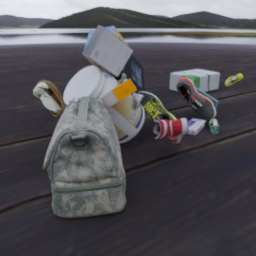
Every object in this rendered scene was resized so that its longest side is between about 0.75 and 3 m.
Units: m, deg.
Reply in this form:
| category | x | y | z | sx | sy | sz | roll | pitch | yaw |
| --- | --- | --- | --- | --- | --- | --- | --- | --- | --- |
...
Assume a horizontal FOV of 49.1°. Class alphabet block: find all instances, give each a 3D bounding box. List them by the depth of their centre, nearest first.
| category | x | y | z | sx | sy | sz | roll | pitch | yaw |
| --- | --- | --- | --- | --- | --- | --- | --- | --- | --- |
| alphabet block | -0.698 | -2.486 | 8.970 | 0.984 | 0.979 | 1.003 | 2 | -21 | 29 |

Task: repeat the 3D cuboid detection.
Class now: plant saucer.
| category | x | y | z | sx | sy | sz | roll | pitch | yaw |
| --- | --- | --- | --- | --- | --- | --- | --- | --- | --- |
| plant saucer | 2.937 | -1.370 | 11.962 | 0.204 | 0.752 | 2.152 | -28 | 50 | -27 |

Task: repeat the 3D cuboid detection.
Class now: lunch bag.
| category | x | y | z | sx | sy | sz | roll | pitch | yaw |
| --- | --- | --- | --- | --- | --- | --- | --- | --- | --- |
| lunch bag | -0.971 | 0.514 | 6.495 | 1.703 | 2.050 | 2.445 | -2 | 22 | -5 |

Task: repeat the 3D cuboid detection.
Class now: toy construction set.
| category | x | y | z | sx | sy | sz | roll | pitch | yaw |
| --- | --- | --- | --- | --- | --- | --- | --- | --- | --- |
| toy construction set | -0.139 | -1.459 | 9.672 | 0.430 | 0.612 | 0.934 | 54 | 11 | 30 |

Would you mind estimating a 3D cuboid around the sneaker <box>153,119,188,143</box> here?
| category | x | y | z | sx | sy | sz | roll | pitch | yaw |
| --- | --- | --- | --- | --- | --- | --- | --- | --- | --- |
| sneaker | 1.146 | 0.114 | 8.265 | 0.926 | 0.586 | 1.646 | -4 | -16 | -2 |

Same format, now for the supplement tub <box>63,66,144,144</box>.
| category | x | y | z | sx | sy | sz | roll | pitch | yaw |
| --- | --- | --- | --- | --- | --- | --- | --- | --- | --- |
| supplement tub | -0.713 | -0.679 | 8.768 | 1.651 | 1.651 | 2.286 | 26 | -11 | 47 |

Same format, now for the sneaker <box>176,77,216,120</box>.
| category | x | y | z | sx | sy | sz | roll | pitch | yaw |
| --- | --- | --- | --- | --- | --- | --- | --- | --- | --- |
| sneaker | 2.542 | -1.016 | 10.932 | 2.046 | 0.788 | 0.838 | 46 | 39 | -1 |

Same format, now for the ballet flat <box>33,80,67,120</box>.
| category | x | y | z | sx | sy | sz | roll | pitch | yaw |
| --- | --- | --- | --- | --- | --- | --- | --- | --- | --- |
| ballet flat | -2.738 | -1.020 | 9.615 | 2.315 | 0.785 | 0.837 | 47 | 15 | 28 |

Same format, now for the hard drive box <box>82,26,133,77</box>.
| category | x | y | z | sx | sy | sz | roll | pitch | yaw |
| --- | --- | --- | --- | --- | --- | --- | --- | --- | --- |
| hard drive box | -0.554 | -2.120 | 7.849 | 1.163 | 0.906 | 0.447 | 28 | 6 | -45 |

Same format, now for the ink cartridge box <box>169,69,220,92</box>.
| category | x | y | z | sx | sy | sz | roll | pitch | yaw |
| --- | --- | --- | --- | --- | --- | --- | --- | --- | --- |
| ink cartridge box | 3.795 | -2.653 | 15.938 | 2.369 | 0.984 | 1.737 | -16 | 26 | -34 |

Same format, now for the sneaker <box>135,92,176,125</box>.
| category | x | y | z | sx | sy | sz | roll | pitch | yaw |
| --- | --- | --- | --- | --- | --- | --- | --- | --- | --- |
| sneaker | 0.982 | -0.571 | 9.782 | 1.956 | 0.728 | 0.828 | 38 | 14 | 0 |

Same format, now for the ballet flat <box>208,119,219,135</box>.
| category | x | y | z | sx | sy | sz | roll | pitch | yaw |
| --- | --- | --- | --- | --- | --- | --- | --- | --- | --- |
| ballet flat | 3.207 | -0.119 | 10.391 | 0.415 | 0.415 | 1.119 | 3 | 22 | 7 |

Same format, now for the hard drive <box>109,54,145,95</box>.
| category | x | y | z | sx | sy | sz | roll | pitch | yaw |
| --- | --- | --- | --- | --- | --- | --- | --- | --- | --- |
| hard drive | -0.008 | -2.645 | 12.844 | 0.448 | 1.901 | 2.724 | -12 | -23 | 25 |

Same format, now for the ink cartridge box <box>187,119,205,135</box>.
| category | x | y | z | sx | sy | sz | roll | pitch | yaw |
| --- | --- | --- | --- | --- | --- | --- | --- | --- | --- |
| ink cartridge box | 2.452 | -0.057 | 10.447 | 0.552 | 0.216 | 1.165 | 11 | 28 | 32 |

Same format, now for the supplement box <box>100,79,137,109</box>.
| category | x | y | z | sx | sy | sz | roll | pitch | yaw |
| --- | --- | --- | --- | --- | --- | --- | --- | --- | --- |
| supplement box | -0.267 | -0.854 | 7.150 | 0.599 | 0.350 | 0.951 | -34 | 6 | -23 |

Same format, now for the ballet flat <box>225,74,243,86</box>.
| category | x | y | z | sx | sy | sz | roll | pitch | yaw |
| --- | --- | --- | --- | --- | --- | --- | --- | --- | --- |
| ballet flat | 3.632 | -1.668 | 9.785 | 0.263 | 0.262 | 0.783 | -15 | -8 | -32 |

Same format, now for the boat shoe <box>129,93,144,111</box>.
| category | x | y | z | sx | sy | sz | roll | pitch | yaw |
| --- | --- | --- | --- | --- | --- | --- | --- | --- | --- |
| boat shoe | 0.179 | -0.627 | 6.704 | 0.259 | 0.298 | 0.808 | 27 | -11 | -1 |
